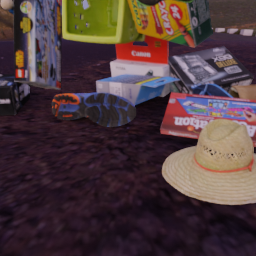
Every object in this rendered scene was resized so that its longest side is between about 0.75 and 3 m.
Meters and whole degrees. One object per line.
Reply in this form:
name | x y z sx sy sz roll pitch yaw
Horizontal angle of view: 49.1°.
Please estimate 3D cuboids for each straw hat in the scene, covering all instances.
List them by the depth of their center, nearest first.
straw hat | 1.970 0.416 5.714 2.553 1.080 2.553 -1 21 0

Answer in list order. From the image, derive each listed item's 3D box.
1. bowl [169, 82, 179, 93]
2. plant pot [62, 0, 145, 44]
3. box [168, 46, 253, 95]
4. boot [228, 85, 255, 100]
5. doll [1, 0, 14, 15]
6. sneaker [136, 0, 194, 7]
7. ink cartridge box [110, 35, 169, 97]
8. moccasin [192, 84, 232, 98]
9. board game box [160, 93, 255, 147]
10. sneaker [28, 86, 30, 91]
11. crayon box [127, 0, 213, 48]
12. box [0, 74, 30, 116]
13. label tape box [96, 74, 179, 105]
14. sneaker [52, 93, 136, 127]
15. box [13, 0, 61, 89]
bowl | 1.983 -1.786 11.956 0.424 0.810 0.810 -31 29 -10
plant pot | -0.608 -4.190 9.652 2.491 2.503 2.271 15 19 28
box | 3.173 -2.208 11.299 2.769 0.689 2.184 -14 51 -12
boot | 5.275 -1.387 10.556 2.908 0.962 2.546 -1 19 4
doll | -3.673 -3.955 9.907 1.303 0.463 1.910 35 2 24
sneaker | 0.580 -2.078 4.162 1.024 0.393 0.429 -11 -1 -8
ink cartridge box | 0.433 -2.665 11.808 2.700 2.343 0.588 15 35 33
moccasin | 2.645 -0.735 8.717 0.880 1.039 2.581 -20 28 -11
board game box | 2.353 -0.271 7.635 2.695 0.262 1.388 8 57 20
sneaker | -4.951 -1.894 12.252 1.668 0.637 0.629 14 24 30
crayon box | 0.800 -3.266 7.303 0.705 1.761 2.775 -38 41 -15
box | -4.781 -1.247 10.072 1.897 0.997 2.316 -3 21 -5
label tape box | 0.382 -1.475 10.726 2.634 0.871 1.887 13 25 35
sneaker | -1.002 -0.718 8.797 2.750 1.036 1.079 10 19 20
box | -1.536 -1.685 4.889 0.381 1.912 1.309 1 2 4
